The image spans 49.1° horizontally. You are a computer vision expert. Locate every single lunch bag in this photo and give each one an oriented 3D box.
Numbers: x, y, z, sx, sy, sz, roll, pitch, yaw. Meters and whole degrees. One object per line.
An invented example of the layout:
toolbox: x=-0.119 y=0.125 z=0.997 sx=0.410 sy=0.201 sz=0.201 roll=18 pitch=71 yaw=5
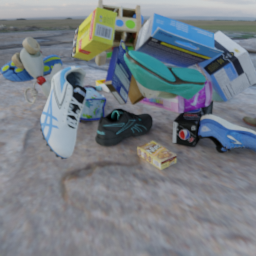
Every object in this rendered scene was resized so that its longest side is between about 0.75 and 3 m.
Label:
lunch bag: x=-2.156 y=-1.016 z=12.235 sx=1.930 sy=1.230 sz=1.641 roll=-4 pitch=24 yaw=-31

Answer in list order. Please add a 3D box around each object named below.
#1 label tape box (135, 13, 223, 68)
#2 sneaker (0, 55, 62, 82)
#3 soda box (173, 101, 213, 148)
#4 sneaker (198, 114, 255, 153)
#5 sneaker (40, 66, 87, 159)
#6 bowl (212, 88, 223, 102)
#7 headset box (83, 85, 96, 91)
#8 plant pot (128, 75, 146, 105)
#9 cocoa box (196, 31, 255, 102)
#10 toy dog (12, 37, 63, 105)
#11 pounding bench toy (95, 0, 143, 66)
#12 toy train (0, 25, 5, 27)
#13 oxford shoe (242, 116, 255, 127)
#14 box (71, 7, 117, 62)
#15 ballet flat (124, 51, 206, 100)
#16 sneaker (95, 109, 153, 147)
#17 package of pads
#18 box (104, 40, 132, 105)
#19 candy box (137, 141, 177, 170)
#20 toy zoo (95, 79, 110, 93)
label tape box: x=1.569 y=-2.847 z=9.119 sx=2.091 sy=0.965 sz=2.919 roll=15 pitch=-1 yaw=-11
sneaker: x=-3.718 y=-2.234 z=10.918 sx=2.401 sy=0.851 sz=0.995 roll=-25 pitch=6 yaw=-39
soda box: x=2.587 y=-0.286 z=10.938 sx=0.869 sy=0.971 sz=2.745 roll=9 pitch=26 yaw=25
sneaker: x=3.527 y=0.462 z=9.577 sx=2.440 sy=1.088 sz=0.958 roll=21 pitch=-10 yaw=9
sneaker: x=-1.512 y=-0.503 z=6.964 sx=0.958 sy=0.950 sz=2.644 roll=-25 pitch=52 yaw=30
bowl: x=4.671 y=-1.755 z=14.510 sx=1.197 sy=0.626 sz=1.197 roll=0 pitch=26 yaw=0
headset box: x=-2.270 y=-2.191 z=15.830 sx=0.585 sy=0.295 sz=0.787 roll=-21 pitch=32 yaw=-38
plant pot: x=0.231 y=-1.381 z=9.358 sx=0.864 sy=0.927 sz=0.864 roll=-34 pitch=-5 yaw=-4
cocoa box: x=3.418 y=-2.268 z=10.226 sx=1.401 sy=1.424 sz=2.135 roll=-34 pitch=35 yaw=13
toy dog: x=-3.073 y=-2.036 z=9.963 sx=1.501 sy=2.276 sz=1.096 roll=-9 pitch=13 yaw=28
pounding bench toy: x=-0.359 y=-3.685 z=11.705 sx=1.962 sy=2.515 sz=1.563 roll=3 pitch=-20 yaw=-11
toy train: x=-5.516 y=-4.257 z=11.454 sx=0.812 sy=0.470 sz=0.344 roll=-39 pitch=22 yaw=-30
oxford shoe: x=5.389 y=-0.302 z=11.536 sx=0.481 sy=0.511 sz=1.366 roll=-20 pitch=32 yaw=-36
box: x=-1.155 y=-2.831 z=8.838 sx=0.660 sy=0.991 sz=2.634 roll=8 pitch=1 yaw=-25
ballet flat: x=0.877 y=-1.140 z=7.120 sx=2.842 sy=1.000 sz=0.957 roll=3 pitch=44 yaw=-42
sneaker: x=-0.030 y=-0.198 z=10.651 sx=1.055 sy=1.109 sz=2.798 roll=20 pitch=30 yaw=39
package of pads: x=1.564 y=-1.299 z=10.243 sx=1.598 sy=1.004 sz=2.653 roll=-16 pitch=20 yaw=-29
box: x=-0.178 y=-1.350 z=6.763 sx=0.220 sy=0.822 sz=1.357 roll=-3 pitch=59 yaw=26
candy box: x=0.932 y=0.883 z=9.210 sx=0.687 sy=0.329 sz=1.190 roll=-18 pitch=31 yaw=-31
toy zoo: x=-0.687 y=-2.611 z=16.728 sx=2.823 sy=0.289 sz=1.852 roll=-13 pitch=28 yaw=-26
